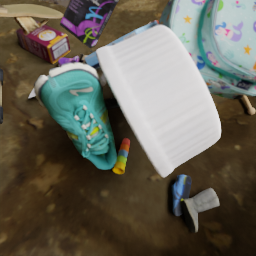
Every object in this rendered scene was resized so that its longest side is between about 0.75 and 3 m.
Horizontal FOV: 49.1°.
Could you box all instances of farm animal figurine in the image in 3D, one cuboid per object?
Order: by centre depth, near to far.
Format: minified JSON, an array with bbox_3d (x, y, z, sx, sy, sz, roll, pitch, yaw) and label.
[{"bbox_3d":[-1.352,-1.636,9.264,1.057,2.006,2.028,8,48,-37],"label":"farm animal figurine"}]

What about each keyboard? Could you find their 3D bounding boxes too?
[{"bbox_3d":[0.014,-0.694,6.155,1.263,0.130,0.803,-13,26,-5],"label":"keyboard"}]

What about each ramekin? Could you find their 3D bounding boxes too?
[{"bbox_3d":[0.635,-0.585,5.557,1.371,2.812,2.812,-28,54,6],"label":"ramekin"}]

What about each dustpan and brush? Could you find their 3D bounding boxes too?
[{"bbox_3d":[-2.631,-1.597,9.778,1.194,0.489,1.710,-11,47,26],"label":"dustpan and brush"}]

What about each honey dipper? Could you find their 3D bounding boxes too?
[{"bbox_3d":[3.898,-1.270,9.677,0.384,0.384,2.021,-6,57,-4],"label":"honey dipper"}]

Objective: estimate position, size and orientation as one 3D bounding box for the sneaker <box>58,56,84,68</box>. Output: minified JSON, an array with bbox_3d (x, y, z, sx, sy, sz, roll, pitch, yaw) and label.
[{"bbox_3d":[-1.933,-2.377,10.316,1.469,0.649,0.591,20,56,17],"label":"sneaker"}]

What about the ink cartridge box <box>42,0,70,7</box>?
[{"bbox_3d":[-2.527,-4.848,9.457,1.725,1.253,0.719,11,81,-10],"label":"ink cartridge box"}]

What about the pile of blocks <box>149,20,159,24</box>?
[{"bbox_3d":[1.622,-2.739,8.747,2.600,0.808,1.067,40,45,21],"label":"pile of blocks"}]

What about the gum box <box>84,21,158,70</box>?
[{"bbox_3d":[-0.078,-2.270,7.641,1.597,0.419,1.879,-19,17,30],"label":"gum box"}]

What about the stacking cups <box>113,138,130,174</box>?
[{"bbox_3d":[-0.183,0.776,8.083,0.333,0.333,1.102,7,51,6],"label":"stacking cups"}]

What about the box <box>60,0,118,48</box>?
[{"bbox_3d":[-1.067,-3.123,7.510,1.114,1.559,0.281,38,31,3],"label":"box"}]

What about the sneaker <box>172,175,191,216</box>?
[{"bbox_3d":[1.328,1.758,7.358,0.434,0.365,1.108,-8,53,45],"label":"sneaker"}]

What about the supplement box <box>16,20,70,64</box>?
[{"bbox_3d":[-3.320,-3.405,11.010,1.837,0.787,1.013,29,58,21],"label":"supplement box"}]

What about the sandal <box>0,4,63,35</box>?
[{"bbox_3d":[-2.674,-2.680,7.007,2.052,0.675,0.752,-12,44,-40],"label":"sandal"}]

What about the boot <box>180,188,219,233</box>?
[{"bbox_3d":[1.879,2.068,7.083,0.978,0.355,0.889,-8,78,-29],"label":"boot"}]

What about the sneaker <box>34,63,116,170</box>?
[{"bbox_3d":[-0.694,-0.088,5.030,1.084,2.797,1.114,-29,62,-4],"label":"sneaker"}]

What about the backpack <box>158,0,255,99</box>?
[{"bbox_3d":[2.264,-2.216,6.820,2.996,2.256,2.660,16,87,-8],"label":"backpack"}]

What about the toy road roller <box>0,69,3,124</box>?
[{"bbox_3d":[-3.271,-0.529,5.357,1.326,1.817,1.116,9,66,-42],"label":"toy road roller"}]
